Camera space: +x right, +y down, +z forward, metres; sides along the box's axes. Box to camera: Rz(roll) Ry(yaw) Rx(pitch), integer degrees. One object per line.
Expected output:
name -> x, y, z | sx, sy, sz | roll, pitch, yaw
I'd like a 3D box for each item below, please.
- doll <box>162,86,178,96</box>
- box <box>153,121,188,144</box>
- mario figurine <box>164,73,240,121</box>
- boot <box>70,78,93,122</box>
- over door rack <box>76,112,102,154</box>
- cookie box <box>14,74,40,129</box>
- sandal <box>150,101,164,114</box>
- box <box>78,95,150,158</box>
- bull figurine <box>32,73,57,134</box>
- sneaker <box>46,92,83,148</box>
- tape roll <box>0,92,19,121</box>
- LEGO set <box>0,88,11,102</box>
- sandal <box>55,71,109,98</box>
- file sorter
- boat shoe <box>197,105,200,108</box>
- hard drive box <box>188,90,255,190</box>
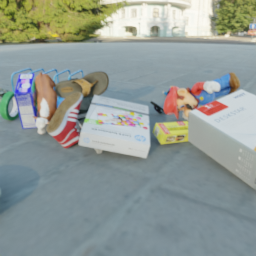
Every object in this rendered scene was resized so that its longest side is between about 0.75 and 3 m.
doll -> 2.251, -1.799, 14.578 | 0.922, 0.327, 1.351 | 13, 30, 12
box -> 1.695, 0.126, 9.144 | 1.690, 0.423, 0.636 | -4, 40, -24
mario figurine -> 2.590, -0.913, 9.931 | 2.674, 1.650, 1.417 | -18, 27, 8
boot -> -2.023, -1.086, 10.623 | 0.848, 1.636, 2.505 | -34, -8, 28
over door rack -> -0.862, 0.123, 9.383 | 1.524, 0.687, 2.063 | -16, 41, -34
cookie box -> -3.670, -0.977, 10.324 | 0.592, 1.577, 1.349 | -3, 41, -9
sandal -> 1.213, -0.805, 11.676 | 1.091, 0.261, 0.410 | 27, 14, -47
box -> -0.338, -0.136, 8.779 | 1.961, 0.518, 2.515 | 12, 31, -3
bull figurine -> -2.906, -0.838, 10.172 | 0.750, 2.302, 1.397 | -7, -15, 4
sneaker -> -1.832, -0.222, 9.098 | 0.680, 1.074, 1.909 | -3, 45, 30
tape roll -> -4.615, -0.854, 11.041 | 0.270, 1.123, 1.123 | 10, 22, 6
LEGO set -> -6.095, -1.709, 13.746 | 2.711, 0.768, 1.761 | 1, 21, 3
sandal -> -1.714, -1.462, 9.985 | 2.152, 0.879, 0.587 | -4, 16, 14
file sorter -> -3.455, -1.679, 12.434 | 2.747, 1.685, 1.906 | 4, 23, 10
boat shoe -> 2.859, -0.485, 10.869 | 0.513, 0.475, 1.389 | -25, 30, -2
hard drive box -> 3.256, 0.207, 7.384 | 2.116, 1.042, 2.714 | -23, 36, -22
